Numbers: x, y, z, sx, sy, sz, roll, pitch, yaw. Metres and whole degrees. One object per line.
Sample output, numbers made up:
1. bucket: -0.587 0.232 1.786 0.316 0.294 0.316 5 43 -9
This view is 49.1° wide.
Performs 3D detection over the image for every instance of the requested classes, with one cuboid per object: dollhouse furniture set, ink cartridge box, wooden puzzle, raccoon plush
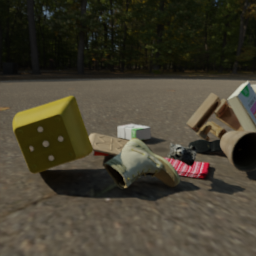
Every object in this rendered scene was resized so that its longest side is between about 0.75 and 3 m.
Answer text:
1. dollhouse furniture set: 3.387 -0.124 9.887 1.476 1.722 1.811 41 4 33
2. ink cartridge box: 0.228 0.182 11.327 0.836 0.482 1.146 -10 13 -40
3. wooden puzzle: -0.503 0.675 9.209 1.725 0.399 1.598 8 15 -4
4. raccoon plush: 1.305 0.749 7.156 0.685 0.494 1.022 11 -28 3

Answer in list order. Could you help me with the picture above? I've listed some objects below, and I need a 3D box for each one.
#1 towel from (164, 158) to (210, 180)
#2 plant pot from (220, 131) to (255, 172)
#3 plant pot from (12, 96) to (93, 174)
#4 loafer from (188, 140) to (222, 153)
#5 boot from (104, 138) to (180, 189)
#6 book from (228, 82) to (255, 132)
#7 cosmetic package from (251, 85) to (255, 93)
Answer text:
1. towel: 1.584 1.140 8.184 1.491 0.168 1.078 5 14 22
2. plant pot: 3.146 0.530 7.917 1.125 1.125 0.976 -3 16 -13
3. plant pot: -2.019 0.277 7.331 1.750 1.750 1.543 -18 11 -3
4. loafer: 2.753 0.678 9.638 1.341 0.488 0.485 -1 -18 32
5. boot: 0.350 1.118 6.886 1.660 0.598 1.284 40 46 12
6. book: 4.329 -0.368 9.582 0.526 2.187 1.461 -29 6 46
7. cosmetic package: 5.384 -0.633 11.244 1.135 2.158 0.767 -7 16 -26
